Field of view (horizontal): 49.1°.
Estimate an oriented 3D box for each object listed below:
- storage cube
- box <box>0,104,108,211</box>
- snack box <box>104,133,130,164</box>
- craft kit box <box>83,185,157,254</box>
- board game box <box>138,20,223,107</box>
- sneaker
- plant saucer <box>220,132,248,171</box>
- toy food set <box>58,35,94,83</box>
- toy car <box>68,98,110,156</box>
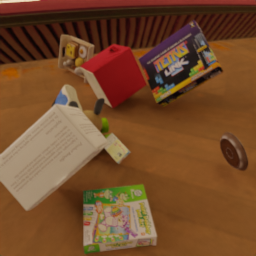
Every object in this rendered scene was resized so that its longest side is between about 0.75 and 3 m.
[{"bbox_3d":[-0.683,-2.314,12.297,1.905,2.119,1.811,-37,32,-11],"label":"storage cube"},{"bbox_3d":[-1.883,0.657,7.353,2.207,1.450,2.218,-41,-1,3],"label":"box"},{"bbox_3d":[-0.422,0.671,9.253,0.542,0.173,0.932,-44,62,1],"label":"snack box"},{"bbox_3d":[-0.296,2.331,7.398,1.768,0.434,1.790,-3,34,-9],"label":"craft kit box"},{"bbox_3d":[2.188,-2.741,12.211,0.847,2.988,2.470,14,51,-57],"label":"board game box"},{"bbox_3d":[-2.583,-0.711,11.602,0.805,1.166,2.096,16,40,-39],"label":"sneaker"},{"bbox_3d":[3.205,0.755,8.648,0.206,1.284,1.284,-21,37,-8],"label":"plant saucer"},{"bbox_3d":[-2.896,-3.748,15.088,0.809,1.923,2.679,-15,36,-43],"label":"toy food set"},{"bbox_3d":[-1.416,-0.191,9.505,1.729,2.105,1.661,-11,48,-15],"label":"toy car"}]
